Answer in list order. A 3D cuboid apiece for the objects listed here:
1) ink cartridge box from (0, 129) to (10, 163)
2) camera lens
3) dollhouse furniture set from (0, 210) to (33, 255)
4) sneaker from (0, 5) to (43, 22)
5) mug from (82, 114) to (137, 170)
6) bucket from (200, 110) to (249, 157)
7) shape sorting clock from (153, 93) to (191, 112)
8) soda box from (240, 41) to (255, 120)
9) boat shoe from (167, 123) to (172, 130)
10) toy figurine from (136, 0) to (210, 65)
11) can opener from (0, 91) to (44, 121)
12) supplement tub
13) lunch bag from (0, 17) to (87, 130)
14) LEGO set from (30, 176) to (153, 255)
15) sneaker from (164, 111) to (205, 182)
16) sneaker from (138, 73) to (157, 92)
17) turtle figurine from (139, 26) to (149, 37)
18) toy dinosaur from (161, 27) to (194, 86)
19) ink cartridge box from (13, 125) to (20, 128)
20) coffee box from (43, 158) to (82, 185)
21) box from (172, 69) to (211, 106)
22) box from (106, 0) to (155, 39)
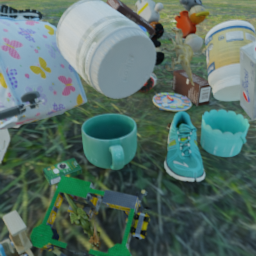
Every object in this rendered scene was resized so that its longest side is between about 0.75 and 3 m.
[{"bbox_3d":[-5.086,0.465,8.654,2.315,1.013,1.682,-3,31,-8],"label":"ink cartridge box"},{"bbox_3d":[-0.531,-1.730,6.038,1.553,1.553,1.942,-19,48,-28],"label":"camera lens"},{"bbox_3d":[-2.449,2.288,5.392,0.905,1.284,0.900,-24,39,-33],"label":"dollhouse furniture set"},{"bbox_3d":[-4.212,-3.943,10.454,1.953,0.882,0.763,3,62,-18],"label":"sneaker"},{"bbox_3d":[-0.594,0.544,8.284,1.610,1.212,1.960,9,31,17],"label":"mug"},{"bbox_3d":[3.101,0.167,9.158,1.535,0.999,1.535,0,32,0],"label":"bucket"},{"bbox_3d":[1.872,-1.136,11.942,1.646,0.323,1.646,0,32,0],"label":"shape sorting clock"},{"bbox_3d":[2.677,-0.949,5.707,0.589,1.727,0.548,-25,50,4],"label":"soda box"},{"bbox_3d":[1.800,-0.126,10.319,0.767,0.284,0.283,-15,34,-23],"label":"boat shoe"},{"bbox_3d":[1.733,-4.091,11.381,2.796,2.752,1.945,-17,74,-1],"label":"toy figurine"},{"bbox_3d":[-2.314,-0.441,5.868,1.196,0.398,0.315,-20,13,10],"label":"can opener"},{"bbox_3d":[3.147,-1.980,8.475,1.476,1.476,2.040,0,73,1],"label":"supplement tub"},{"bbox_3d":[-2.718,-1.541,7.423,1.721,2.707,2.295,-16,5,38],"label":"lunch bag"},{"bbox_3d":[-0.708,2.117,6.085,2.412,1.398,1.855,3,60,9],"label":"LEGO set"},{"bbox_3d":[1.639,0.510,8.452,1.115,1.146,2.878,1,32,1],"label":"sneaker"},{"bbox_3d":[0.042,-2.475,13.613,2.875,1.119,1.181,21,28,19],"label":"sneaker"},{"bbox_3d":[-0.126,-2.049,7.175,1.261,0.936,1.301,-10,68,27],"label":"turtle figurine"},{"bbox_3d":[1.415,-1.834,7.426,0.859,1.700,0.495,-25,14,-24],"label":"toy dinosaur"},{"bbox_3d":[-4.183,-0.890,10.843,0.591,1.027,1.754,6,33,7],"label":"ink cartridge box"},{"bbox_3d":[-1.898,1.255,8.118,0.980,0.215,0.603,-19,37,-28],"label":"coffee box"},{"bbox_3d":[2.793,-1.839,12.464,0.732,0.978,1.954,-13,33,-21],"label":"box"},{"bbox_3d":[0.028,-3.222,8.407,1.537,0.576,0.770,17,34,-41],"label":"box"}]
